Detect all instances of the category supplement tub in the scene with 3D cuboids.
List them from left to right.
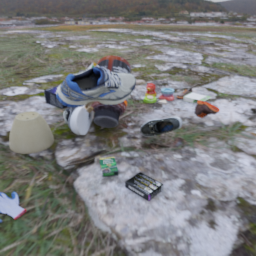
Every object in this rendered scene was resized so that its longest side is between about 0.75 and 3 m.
[{"bbox_3d":[-0.745,-1.474,11.618,1.516,1.516,2.834,4,64,7],"label":"supplement tub"}]

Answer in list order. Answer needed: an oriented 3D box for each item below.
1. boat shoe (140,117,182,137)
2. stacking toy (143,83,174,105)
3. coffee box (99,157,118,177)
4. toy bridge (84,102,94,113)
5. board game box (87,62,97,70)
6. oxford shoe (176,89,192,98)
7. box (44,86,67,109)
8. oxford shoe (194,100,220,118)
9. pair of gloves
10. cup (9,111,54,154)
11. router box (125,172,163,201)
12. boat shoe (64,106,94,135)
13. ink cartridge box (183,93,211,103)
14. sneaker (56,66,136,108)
[{"bbox_3d":[1.071,-0.035,10.133,1.822,0.625,0.516,-16,2,42],"label":"boat shoe"},{"bbox_3d":[1.528,-1.782,14.346,1.584,0.669,1.434,9,27,18],"label":"stacking toy"},{"bbox_3d":[-0.617,1.215,8.806,0.512,0.183,0.832,-4,27,-9],"label":"coffee box"},{"bbox_3d":[-1.392,-0.873,9.982,0.165,0.407,1.210,37,25,-25],"label":"toy bridge"},{"bbox_3d":[-1.663,-2.298,11.758,0.168,0.834,0.638,31,59,-22],"label":"board game box"},{"bbox_3d":[2.955,-1.816,14.716,1.095,0.399,0.390,-19,32,-34],"label":"oxford shoe"},{"bbox_3d":[-3.326,-1.528,13.796,1.334,0.696,0.987,19,33,32],"label":"box"},{"bbox_3d":[3.034,-0.632,10.918,0.639,0.651,1.795,27,8,-4],"label":"oxford shoe"},{"bbox_3d":[-3.363,2.121,6.986,1.260,0.179,1.567,17,31,29],"label":"pair of gloves"},{"bbox_3d":[-3.535,0.058,10.102,1.569,1.122,1.569,1,26,0],"label":"cup"},{"bbox_3d":[0.446,1.633,7.909,0.887,0.226,0.661,23,34,38],"label":"router box"},{"bbox_3d":[-2.052,-0.433,10.993,0.993,1.051,2.929,-3,18,3],"label":"boat shoe"},{"bbox_3d":[3.499,-1.467,14.146,1.151,0.276,0.838,22,33,37],"label":"ink cartridge box"},{"bbox_3d":[-0.778,-1.317,8.548,2.689,1.146,1.036,-17,71,-31],"label":"sneaker"}]
